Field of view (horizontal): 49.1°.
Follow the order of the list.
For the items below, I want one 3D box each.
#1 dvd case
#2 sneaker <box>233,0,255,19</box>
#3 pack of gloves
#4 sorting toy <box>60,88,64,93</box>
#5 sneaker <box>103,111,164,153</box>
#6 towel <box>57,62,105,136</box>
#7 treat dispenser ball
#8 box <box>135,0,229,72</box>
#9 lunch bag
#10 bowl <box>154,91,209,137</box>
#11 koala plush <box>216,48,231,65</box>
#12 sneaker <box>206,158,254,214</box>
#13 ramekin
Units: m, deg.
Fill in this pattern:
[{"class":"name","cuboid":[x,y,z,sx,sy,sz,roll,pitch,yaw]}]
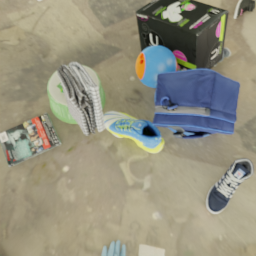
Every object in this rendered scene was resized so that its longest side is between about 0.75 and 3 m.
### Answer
[{"class":"dvd case","cuboid":[-3.541,0.395,10.020,1.897,0.209,1.385,-25,66,-13]},{"class":"sneaker","cuboid":[5.316,-5.422,12.710,0.742,0.529,1.497,24,62,17]},{"class":"pack of gloves","cuboid":[-0.021,4.455,8.007,1.844,0.433,2.195,6,59,14]},{"class":"sorting toy","cuboid":[-2.027,-1.417,9.456,0.848,0.125,0.627,-51,52,25]},{"class":"sneaker","cuboid":[0.172,-0.093,9.648,2.466,1.295,0.934,26,67,12]},{"class":"towel","cuboid":[-1.441,-0.854,8.349,0.827,1.601,1.933,-20,44,-16]},{"class":"treat dispenser ball","cuboid":[0.976,-2.116,9.756,1.443,1.443,1.443,0,64,0]},{"class":"box","cuboid":[1.937,-3.402,10.375,1.737,2.076,2.795,-40,54,-20]},{"class":"lunch bag","cuboid":[2.069,-0.599,8.589,1.953,2.875,1.902,4,90,44]},{"class":"bowl","cuboid":[2.408,-0.932,10.471,2.876,0.565,2.876,0,64,0]},{"class":"koala plush","cuboid":[3.416,-3.168,11.358,1.152,1.193,1.299,-31,80,-14]},{"class":"sneaker","cuboid":[3.212,1.775,8.834,0.706,1.092,2.013,38,69,17]},{"class":"ramekin","cuboid":[-1.937,-1.312,10.371,2.134,1.042,2.134,0,62,0]}]
